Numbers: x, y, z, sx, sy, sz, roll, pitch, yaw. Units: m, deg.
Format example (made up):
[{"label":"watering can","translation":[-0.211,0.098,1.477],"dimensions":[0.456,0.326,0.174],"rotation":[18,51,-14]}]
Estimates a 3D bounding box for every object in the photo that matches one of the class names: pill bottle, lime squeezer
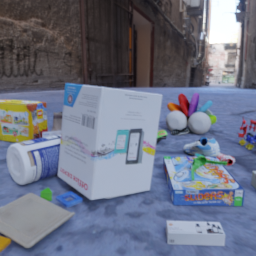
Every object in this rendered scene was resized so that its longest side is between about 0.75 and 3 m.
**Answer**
[{"label":"pill bottle","translation":[-2.648,0.954,9.349],"dimensions":[1.301,1.301,2.345],"rotation":[11,17,42]},{"label":"lime squeezer","translation":[2.235,1.186,8.559],"dimensions":[1.978,0.373,0.699],"rotation":[-10,47,-44]}]

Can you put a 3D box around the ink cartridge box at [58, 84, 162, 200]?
[{"label":"ink cartridge box","translation":[-0.602,0.289,8.215],"dimensions":[2.098,2.873,2.108],"rotation":[1,10,-39]}]

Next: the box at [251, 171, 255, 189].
[{"label":"box","translation":[4.052,1.666,8.105],"dimensions":[0.544,0.445,1.145],"rotation":[0,13,0]}]

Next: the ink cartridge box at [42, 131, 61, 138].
[{"label":"ink cartridge box","translation":[-2.521,0.382,12.270],"dimensions":[2.416,0.534,1.136],"rotation":[-4,-5,33]}]

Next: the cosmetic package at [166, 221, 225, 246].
[{"label":"cosmetic package","translation":[1.404,2.223,5.948],"dimensions":[1.160,0.294,0.479],"rotation":[1,12,3]}]

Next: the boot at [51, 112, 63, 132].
[{"label":"boot","translation":[-3.787,-0.198,14.764],"dimensions":[0.591,1.231,1.683],"rotation":[1,12,4]}]

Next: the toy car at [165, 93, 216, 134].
[{"label":"toy car","translation":[3.540,-0.914,15.877],"dimensions":[2.859,2.144,2.502],"rotation":[5,13,22]}]

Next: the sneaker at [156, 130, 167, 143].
[{"label":"sneaker","translation":[1.187,0.541,13.257],"dimensions":[1.376,0.576,0.528],"rotation":[-13,37,11]}]

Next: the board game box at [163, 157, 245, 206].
[{"label":"board game box","translation":[2.139,1.531,8.638],"dimensions":[1.875,0.477,2.770],"rotation":[0,12,1]}]

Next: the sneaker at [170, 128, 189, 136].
[{"label":"sneaker","translation":[2.755,0.263,14.919],"dimensions":[0.981,0.362,0.389],"rotation":[-8,-29,8]}]

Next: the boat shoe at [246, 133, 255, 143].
[{"label":"boat shoe","translation":[6.052,0.466,13.775],"dimensions":[0.381,0.361,1.090],"rotation":[3,13,12]}]

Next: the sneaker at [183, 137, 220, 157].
[{"label":"sneaker","translation":[2.905,0.736,11.222],"dimensions":[0.760,0.766,2.115],"rotation":[-9,1,-19]}]

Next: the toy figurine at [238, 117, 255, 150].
[{"label":"toy figurine","translation":[6.065,0.404,12.161],"dimensions":[1.493,1.314,2.492],"rotation":[4,13,-6]}]

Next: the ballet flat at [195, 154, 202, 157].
[{"label":"ballet flat","translation":[2.844,1.228,10.334],"dimensions":[0.874,0.314,0.314],"rotation":[20,20,27]}]

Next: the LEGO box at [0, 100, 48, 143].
[{"label":"LEGO box","translation":[-5.301,-0.324,13.655],"dimensions":[2.618,1.950,1.010],"rotation":[6,13,23]}]

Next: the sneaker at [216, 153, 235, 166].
[{"label":"sneaker","translation":[3.511,1.182,10.590],"dimensions":[0.989,0.330,0.530],"rotation":[8,12,20]}]

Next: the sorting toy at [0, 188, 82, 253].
[{"label":"sorting toy","translation":[-2.215,2.068,6.229],"dimensions":[1.542,0.373,2.738],"rotation":[14,16,24]}]
